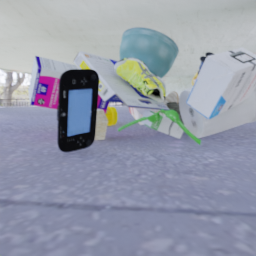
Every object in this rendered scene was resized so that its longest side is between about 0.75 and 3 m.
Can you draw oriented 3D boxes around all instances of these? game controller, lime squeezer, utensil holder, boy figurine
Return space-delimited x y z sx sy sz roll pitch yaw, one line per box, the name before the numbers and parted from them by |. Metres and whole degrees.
game controller | -1.260 -0.409 7.007 0.446 2.120 1.106 20 24 35
lime squeezer | 0.942 -0.148 8.255 2.470 0.872 0.466 8 27 9
utensil holder | 3.227 -0.819 10.029 2.269 1.928 1.928 -17 10 -11
boy figurine | 2.215 -1.496 8.357 0.466 1.447 0.900 36 56 26

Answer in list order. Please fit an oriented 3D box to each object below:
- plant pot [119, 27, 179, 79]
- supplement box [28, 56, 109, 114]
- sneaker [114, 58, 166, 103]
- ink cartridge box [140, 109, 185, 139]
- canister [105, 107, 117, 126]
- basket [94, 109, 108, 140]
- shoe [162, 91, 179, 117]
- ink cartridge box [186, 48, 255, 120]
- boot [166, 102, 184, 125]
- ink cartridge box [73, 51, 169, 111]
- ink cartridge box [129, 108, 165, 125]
plant pot | 0.699 -2.809 11.960 2.535 1.699 2.535 17 -11 4
supplement box | -2.158 -1.531 10.610 2.849 1.442 1.472 8 26 -26
sneaker | 0.507 -1.569 9.271 2.179 0.821 0.832 23 34 -30
ink cartridge box | 1.173 -0.131 9.523 1.249 0.525 0.912 20 6 -23
canister | -1.953 -0.555 14.304 2.295 0.993 1.705 -7 9 -39
basket | -1.404 -0.090 9.404 1.318 0.893 0.813 0 28 -22
shoe | 1.664 -0.718 12.207 0.643 1.840 0.491 29 20 21
ink cartridge box | 2.965 -1.380 8.098 2.600 1.508 0.882 -22 53 -41
boot | 2.367 -0.446 11.340 1.800 1.176 0.610 11 -2 9
ink cartridge box | -0.151 -1.399 9.679 2.680 0.637 2.712 0 48 -54
ink cartridge box | 0.787 -0.743 11.567 1.145 0.663 1.965 -17 26 -9
